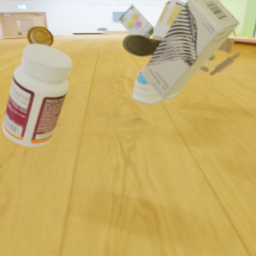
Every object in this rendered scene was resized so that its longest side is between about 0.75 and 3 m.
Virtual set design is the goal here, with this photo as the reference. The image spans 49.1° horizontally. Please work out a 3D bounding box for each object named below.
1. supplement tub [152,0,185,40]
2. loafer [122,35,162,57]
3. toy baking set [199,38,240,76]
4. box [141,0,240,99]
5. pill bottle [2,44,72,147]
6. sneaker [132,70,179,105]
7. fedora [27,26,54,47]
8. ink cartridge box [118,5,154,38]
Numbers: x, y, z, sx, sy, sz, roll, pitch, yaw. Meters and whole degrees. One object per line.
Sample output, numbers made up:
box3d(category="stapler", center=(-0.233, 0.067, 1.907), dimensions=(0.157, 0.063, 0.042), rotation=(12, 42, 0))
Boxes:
box3d(category="supplement tub", center=(1.850, -4.447, 12.064), dimensions=(1.249, 1.718, 1.249), rotation=(25, -3, 1))
box3d(category="loafer", center=(0.624, -3.216, 11.087), dimensions=(2.186, 0.831, 0.737), rotation=(-1, 17, -34))
box3d(category="toy baking set", center=(2.940, -2.798, 10.449), dimensions=(1.847, 2.406, 0.280), rotation=(44, 62, 0))
box3d(category="box", center=(1.430, -1.951, 7.134), dimensions=(0.907, 2.652, 1.089), rotation=(-30, 76, -34))
box3d(category="pill bottle", center=(-1.965, -0.679, 6.081), dimensions=(1.144, 2.004, 1.144), rotation=(20, 30, -12))
box3d(category="sneaker", center=(1.241, -1.744, 10.339), dimensions=(1.100, 1.162, 2.877), rotation=(25, 30, 23))
box3d(category="fedora", center=(-3.684, -3.865, 11.833), dimensions=(1.108, 1.108, 0.452), rotation=(-11, 1, -24))
box3d(category="ink cartridge box", center=(0.313, -4.795, 12.777), dimensions=(1.871, 0.971, 0.555), rotation=(53, 18, 15))
